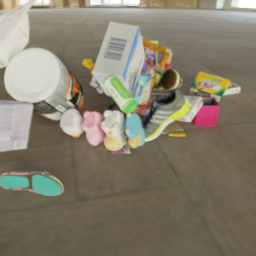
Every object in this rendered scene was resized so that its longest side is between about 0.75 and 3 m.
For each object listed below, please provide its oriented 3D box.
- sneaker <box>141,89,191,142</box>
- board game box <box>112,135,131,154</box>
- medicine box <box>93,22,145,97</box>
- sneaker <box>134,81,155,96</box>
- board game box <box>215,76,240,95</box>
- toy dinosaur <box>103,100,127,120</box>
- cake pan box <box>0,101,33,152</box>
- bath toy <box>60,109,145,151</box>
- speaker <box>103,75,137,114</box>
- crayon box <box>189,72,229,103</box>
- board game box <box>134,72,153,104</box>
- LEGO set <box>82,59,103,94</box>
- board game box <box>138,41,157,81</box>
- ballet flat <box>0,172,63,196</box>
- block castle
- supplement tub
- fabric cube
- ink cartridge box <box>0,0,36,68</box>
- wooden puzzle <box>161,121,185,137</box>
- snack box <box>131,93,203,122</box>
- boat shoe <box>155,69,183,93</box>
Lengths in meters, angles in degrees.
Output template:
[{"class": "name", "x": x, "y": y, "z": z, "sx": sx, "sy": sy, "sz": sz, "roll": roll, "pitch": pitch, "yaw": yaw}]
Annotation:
[{"class": "sneaker", "x": 0.922, "y": -0.434, "z": 9.139, "sx": 2.265, "sy": 0.917, "sz": 0.837, "roll": -39, "pitch": 37, "yaw": 1}, {"class": "board game box", "x": -0.208, "y": 0.501, "z": 9.011, "sx": 0.589, "sy": 0.159, "sz": 0.982, "roll": -3, "pitch": 29, "yaw": 1}, {"class": "medicine box", "x": -0.190, "y": -1.839, "z": 8.076, "sx": 0.879, "sy": 1.556, "sz": 1.709, "roll": 13, "pitch": -13, "yaw": 13}, {"class": "sneaker", "x": -0.200, "y": -2.123, "z": 12.122, "sx": 2.903, "sy": 1.096, "sz": 1.652, "roll": 13, "pitch": 26, "yaw": 24}, {"class": "board game box", "x": 4.311, "y": -2.032, "z": 13.361, "sx": 1.095, "sy": 0.300, "sz": 1.735, "roll": -12, "pitch": 31, "yaw": -18}, {"class": "toy dinosaur", "x": -0.620, "y": -0.400, "z": 9.695, "sx": 0.953, "sy": 0.717, "sz": 1.404, "roll": -51, "pitch": 37, "yaw": -14}, {"class": "cake pan box", "x": -2.900, "y": -0.039, "z": 6.500, "sx": 1.301, "sy": 1.198, "sz": 0.340, "roll": -5, "pitch": 30, "yaw": -42}, {"class": "bath toy", "x": -0.866, "y": 0.045, "z": 8.731, "sx": 2.732, "sy": 1.188, "sz": 1.010, "roll": 7, "pitch": -12, "yaw": 28}, {"class": "speaker", "x": -0.164, "y": -0.672, "z": 5.541, "sx": 0.365, "sy": 0.365, "sz": 0.825, "roll": -19, "pitch": 58, "yaw": -30}, {"class": "crayon box", "x": 3.156, "y": -1.603, "z": 10.889, "sx": 1.221, "sy": 0.356, "sz": 1.054, "roll": 22, "pitch": 55, "yaw": 20}, {"class": "board game box", "x": 0.426, "y": -1.099, "z": 7.688, "sx": 0.182, "sy": 0.776, "sz": 0.586, "roll": 24, "pitch": 30, "yaw": 16}, {"class": "LEGO set", "x": -1.242, "y": -2.842, "z": 11.989, "sx": 1.069, "sy": 2.605, "sz": 0.994, "roll": 28, "pitch": -14, "yaw": -30}, {"class": "board game box", "x": 0.603, "y": -2.596, "z": 10.888, "sx": 1.009, "sy": 1.501, "sz": 0.336, "roll": -2, "pitch": 14, "yaw": -6}, {"class": "ballet flat", "x": -2.397, "y": 1.347, "z": 7.155, "sx": 1.696, "sy": 0.586, "sz": 0.603, "roll": 4, "pitch": 10, "yaw": 7}, {"class": "block castle", "x": 0.438, "y": -1.895, "z": 9.783, "sx": 1.570, "sy": 1.102, "sz": 2.350, "roll": 25, "pitch": 66, "yaw": 8}, {"class": "supplement tub", "x": -2.555, "y": -1.254, "z": 9.275, "sx": 1.779, "sy": 1.779, "sz": 2.903, "roll": 4, "pitch": -9, "yaw": 7}, {"class": "fabric cube", "x": 2.791, "y": -0.600, "z": 10.277, "sx": 0.823, "sy": 0.820, "sz": 0.807, "roll": 0, "pitch": 30, "yaw": 0}, {"class": "ink cartridge box", "x": -4.237, "y": -3.138, "z": 9.656, "sx": 2.349, "sy": 0.731, "sz": 2.919, "roll": -5, "pitch": 48, "yaw": 32}, {"class": "wooden puzzle", "x": 1.392, "y": -0.020, "z": 9.942, "sx": 0.947, "sy": 0.164, "sz": 1.404, "roll": -3, "pitch": 29, "yaw": -13}, {"class": "snack box", "x": 1.300, "y": -0.821, "z": 10.288, "sx": 2.727, "sy": 0.331, "sz": 0.980, "roll": 12, "pitch": 53, "yaw": 43}, {"class": "boat shoe", "x": 1.521, "y": -1.597, "z": 9.710, "sx": 0.656, "sy": 0.741, "sz": 2.023, "roll": 10, "pitch": 7, "yaw": -12}]
